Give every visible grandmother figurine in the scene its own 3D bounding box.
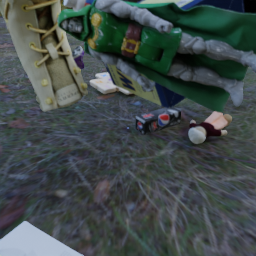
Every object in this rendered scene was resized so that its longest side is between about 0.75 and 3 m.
[{"bbox_3d":[2.095,-0.023,7.445,1.010,0.505,1.666,9,24,38],"label":"grandmother figurine"}]

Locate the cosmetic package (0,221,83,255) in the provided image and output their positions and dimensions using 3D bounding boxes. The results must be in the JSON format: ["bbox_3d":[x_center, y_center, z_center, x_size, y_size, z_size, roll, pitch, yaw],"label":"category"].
[{"bbox_3d":[-1.221,1.909,3.295,1.133,0.697,1.129,16,31,29],"label":"cosmetic package"}]

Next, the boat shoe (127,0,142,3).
[{"bbox_3d":[1.258,-3.717,7.371,1.115,1.049,2.927,-33,39,-30],"label":"boat shoe"}]

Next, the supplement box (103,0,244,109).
[{"bbox_3d":[0.722,-1.643,5.267,2.001,1.343,1.999,-33,33,-17],"label":"supplement box"}]

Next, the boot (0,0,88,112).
[{"bbox_3d":[-1.251,-1.392,4.371,1.011,2.159,2.778,-23,7,-25],"label":"boot"}]

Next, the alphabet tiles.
[{"bbox_3d":[-0.024,-1.919,11.517,2.884,0.210,2.821,-15,29,-28],"label":"alphabet tiles"}]

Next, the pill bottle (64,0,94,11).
[{"bbox_3d":[-1.181,-3.666,8.274,1.315,0.738,0.738,7,21,-28],"label":"pill bottle"}]

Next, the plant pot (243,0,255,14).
[{"bbox_3d":[2.461,-2.956,8.037,2.228,2.233,1.981,7,40,-38],"label":"plant pot"}]

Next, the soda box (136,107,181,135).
[{"bbox_3d":[0.863,-0.230,7.907,1.307,0.414,0.462,-17,31,-29],"label":"soda box"}]

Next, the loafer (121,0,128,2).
[{"bbox_3d":[-0.444,-4.374,9.502,0.763,2.122,0.668,-49,32,1],"label":"loafer"}]

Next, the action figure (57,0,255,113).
[{"bbox_3d":[0.350,-1.043,3.654,2.609,1.541,0.713,17,39,0],"label":"action figure"}]

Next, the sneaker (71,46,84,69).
[{"bbox_3d":[-1.438,-1.935,8.048,0.508,0.491,1.219,34,-17,-14],"label":"sneaker"}]
